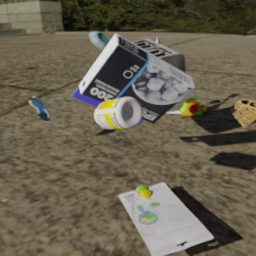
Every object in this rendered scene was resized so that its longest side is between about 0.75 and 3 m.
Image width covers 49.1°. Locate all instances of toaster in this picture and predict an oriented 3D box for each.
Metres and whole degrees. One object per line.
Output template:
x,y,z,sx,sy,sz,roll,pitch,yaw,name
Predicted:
0.534,-2.146,10.169,2.465,1.462,2.229,-18,36,-20,toaster

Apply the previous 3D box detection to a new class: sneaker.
-3.275,-0.762,10.605,0.412,1.099,0.476,-26,20,13,sneaker

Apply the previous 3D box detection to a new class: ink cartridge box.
0.053,-1.043,8.290,2.676,2.701,0.586,22,46,-27,ink cartridge box

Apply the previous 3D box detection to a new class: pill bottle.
-0.295,-0.320,6.709,0.722,0.722,1.321,-18,9,-33,pill bottle

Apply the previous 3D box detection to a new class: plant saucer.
-0.808,-2.812,9.000,0.936,0.180,0.936,26,40,-24,plant saucer

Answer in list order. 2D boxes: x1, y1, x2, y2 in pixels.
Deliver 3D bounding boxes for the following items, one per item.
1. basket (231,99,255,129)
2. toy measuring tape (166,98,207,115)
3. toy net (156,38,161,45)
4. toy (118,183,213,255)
4.179,-0.666,9.605,0.883,0.922,1.237,54,33,10,basket
2.791,-1.097,14.199,2.407,0.885,0.885,0,25,0,toy measuring tape
1.397,-3.174,12.823,0.348,1.800,0.944,-9,15,28,toy net
0.813,2.351,7.136,1.458,0.598,2.531,-11,24,-16,toy
